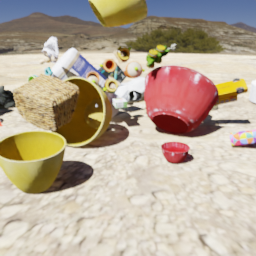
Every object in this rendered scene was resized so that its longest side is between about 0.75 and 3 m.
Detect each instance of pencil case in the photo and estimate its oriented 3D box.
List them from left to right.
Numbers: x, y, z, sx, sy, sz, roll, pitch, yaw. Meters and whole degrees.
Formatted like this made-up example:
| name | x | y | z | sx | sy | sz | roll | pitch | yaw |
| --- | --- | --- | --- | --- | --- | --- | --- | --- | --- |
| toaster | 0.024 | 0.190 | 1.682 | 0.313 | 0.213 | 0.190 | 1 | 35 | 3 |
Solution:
| name | x | y | z | sx | sy | sz | roll | pitch | yaw |
| --- | --- | --- | --- | --- | --- | --- | --- | --- | --- |
| pencil case | 3.568 | 0.271 | 8.354 | 1.089 | 0.481 | 0.481 | -9 | 13 | 27 |

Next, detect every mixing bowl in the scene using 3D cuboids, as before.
| name | x | y | z | sx | sy | sz | roll | pitch | yaw |
| --- | --- | --- | --- | --- | --- | --- | --- | --- | --- |
| mixing bowl | 1.253 | 0.701 | 7.539 | 0.780 | 0.422 | 0.780 | 1 | 18 | 0 |
| mixing bowl | 1.572 | -0.695 | 9.359 | 2.579 | 2.579 | 1.397 | 9 | 64 | 25 |

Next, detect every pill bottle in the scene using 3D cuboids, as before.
| name | x | y | z | sx | sy | sz | roll | pitch | yaw |
| --- | --- | --- | --- | --- | --- | --- | --- | --- | --- |
| pill bottle | -1.529 | -1.507 | 10.528 | 1.512 | 2.722 | 1.512 | -37 | 28 | 23 |

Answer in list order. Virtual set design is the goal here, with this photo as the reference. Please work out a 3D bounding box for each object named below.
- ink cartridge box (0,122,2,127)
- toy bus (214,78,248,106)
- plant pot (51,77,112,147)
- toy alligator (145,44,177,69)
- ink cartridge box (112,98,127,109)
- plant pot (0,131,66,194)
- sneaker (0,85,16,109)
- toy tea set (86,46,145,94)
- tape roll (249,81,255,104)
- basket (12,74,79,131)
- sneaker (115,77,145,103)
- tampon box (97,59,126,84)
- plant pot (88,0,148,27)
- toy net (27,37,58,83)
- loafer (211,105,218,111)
| name | x | y | z | sx | sy | sz | roll | pitch | yaw |
| --- | --- | --- | --- | --- | --- | --- | --- | --- | --- |
| ink cartridge box | -5.334 | -0.252 | 10.619 | 0.901 | 0.316 | 1.109 | -12 | 18 | -32 |
| toy bus | 3.234 | -1.184 | 9.759 | 1.681 | 0.658 | 0.547 | -12 | 50 | 11 |
| plant pot | -1.338 | -0.473 | 9.027 | 2.075 | 2.075 | 1.473 | 8 | 2 | 23 |
| toy alligator | 0.971 | -2.372 | 8.951 | 0.394 | 0.543 | 1.638 | 34 | 48 | 20 |
| ink cartridge box | -0.317 | -0.901 | 9.883 | 0.396 | 0.226 | 0.764 | -7 | 21 | -13 |
| plant pot | -2.089 | 0.816 | 6.155 | 1.444 | 1.025 | 1.444 | 3 | 23 | -1 |
| sneaker | -6.076 | -1.345 | 12.606 | 1.885 | 1.080 | 0.721 | -14 | 22 | -31 |
| toy tea set | -0.438 | -1.886 | 9.505 | 2.056 | 1.223 | 0.761 | -39 | 12 | -12 |
| tape roll | 7.387 | -1.713 | 13.811 | 2.607 | 0.912 | 2.607 | 1 | 21 | 0 |
| basket | -2.360 | -0.718 | 8.362 | 1.644 | 1.174 | 1.225 | 20 | 42 | 24 |
| sneaker | 0.414 | -1.847 | 14.425 | 1.153 | 1.094 | 2.864 | 25 | 35 | 33 |
| tampon box | -0.676 | -2.160 | 11.180 | 0.728 | 0.972 | 0.613 | -49 | 28 | -10 |
| plant pot | -0.450 | -4.003 | 8.949 | 1.330 | 1.873 | 1.873 | -36 | 24 | -3 |
| toy net | -2.546 | -1.801 | 8.713 | 1.071 | 2.042 | 0.394 | 46 | 41 | 20 |
| loafer | 3.462 | -1.042 | 12.625 | 1.344 | 0.453 | 0.511 | -5 | 19 | -14 |
